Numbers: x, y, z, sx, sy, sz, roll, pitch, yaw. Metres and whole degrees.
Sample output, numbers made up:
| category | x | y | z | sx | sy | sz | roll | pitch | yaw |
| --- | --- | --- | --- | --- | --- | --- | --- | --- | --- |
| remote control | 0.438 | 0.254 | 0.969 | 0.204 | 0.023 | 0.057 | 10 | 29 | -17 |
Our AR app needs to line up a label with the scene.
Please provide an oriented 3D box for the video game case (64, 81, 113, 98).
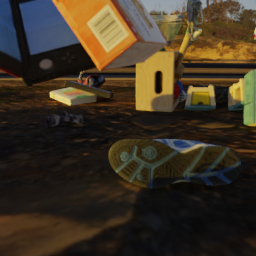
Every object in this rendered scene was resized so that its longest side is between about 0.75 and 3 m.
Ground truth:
| category | x | y | z | sx | sy | sz | roll | pitch | yaw |
| --- | --- | --- | --- | --- | --- | --- | --- | --- | --- |
| video game case | -1.739 | -1.781 | 12.982 | 2.053 | 0.262 | 1.855 | 16 | 7 | -2 |

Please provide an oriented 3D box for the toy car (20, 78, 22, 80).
| category | x | y | z | sx | sy | sz | roll | pitch | yaw |
| --- | --- | --- | --- | --- | --- | --- | --- | --- | --- |
| toy car | -3.750 | -2.210 | 10.643 | 0.714 | 0.952 | 0.833 | -15 | 22 | -35 |

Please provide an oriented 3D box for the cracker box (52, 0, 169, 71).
| category | x | y | z | sx | sy | sz | roll | pitch | yaw |
| --- | --- | --- | --- | --- | --- | --- | --- | --- | --- |
| cracker box | -0.248 | -2.092 | 5.106 | 0.785 | 1.823 | 2.721 | -33 | 4 | 22 |

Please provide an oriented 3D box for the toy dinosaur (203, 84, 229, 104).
| category | x | y | z | sx | sy | sz | roll | pitch | yaw |
| --- | --- | --- | --- | --- | --- | --- | --- | --- | --- |
| toy dinosaur | 3.937 | -1.385 | 12.430 | 1.133 | 0.853 | 2.216 | -8 | 19 | 17 |

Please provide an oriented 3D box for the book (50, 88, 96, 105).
| category | x | y | z | sx | sy | sz | roll | pitch | yaw |
| --- | --- | --- | --- | --- | --- | --- | --- | --- | --- |
| book | -2.590 | -1.441 | 13.001 | 1.333 | 0.479 | 1.995 | -15 | 25 | -38 |

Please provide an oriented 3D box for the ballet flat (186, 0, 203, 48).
| category | x | y | z | sx | sy | sz | roll | pitch | yaw |
| --- | --- | --- | --- | --- | --- | --- | --- | --- | --- |
| ballet flat | 2.348 | -3.639 | 9.981 | 0.644 | 1.790 | 0.644 | -2 | 41 | 2 |

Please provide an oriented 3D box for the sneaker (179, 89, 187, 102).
| category | x | y | z | sx | sy | sz | roll | pitch | yaw |
| --- | --- | --- | --- | --- | --- | --- | --- | --- | --- |
| sneaker | 2.372 | -1.694 | 13.529 | 1.108 | 0.725 | 1.918 | -4 | 26 | -31 |

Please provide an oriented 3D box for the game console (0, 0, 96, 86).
| category | x | y | z | sx | sy | sz | roll | pitch | yaw |
| --- | --- | --- | --- | --- | --- | --- | --- | --- | --- |
| game console | -1.878 | -2.206 | 5.066 | 2.154 | 2.499 | 1.483 | -17 | -24 | -6 |

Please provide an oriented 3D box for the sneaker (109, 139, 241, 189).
| category | x | y | z | sx | sy | sz | roll | pitch | yaw |
| --- | --- | --- | --- | --- | --- | --- | --- | --- | --- |
| sneaker | 0.794 | 0.642 | 5.217 | 2.321 | 0.879 | 0.894 | 6 | 2 | 8 |

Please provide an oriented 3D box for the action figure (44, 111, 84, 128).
| category | x | y | z | sx | sy | sz | roll | pitch | yaw |
| --- | --- | --- | --- | --- | --- | --- | --- | --- | --- |
| action figure | -1.972 | -0.300 | 8.935 | 0.845 | 0.451 | 1.299 | 8 | 13 | 44 |

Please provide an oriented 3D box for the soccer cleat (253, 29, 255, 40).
| category | x | y | z | sx | sy | sz | roll | pitch | yaw |
| --- | --- | --- | --- | --- | --- | --- | --- | --- | --- |
| soccer cleat | 5.073 | -3.782 | 10.588 | 0.497 | 0.617 | 1.449 | -1 | 0 | 15 |

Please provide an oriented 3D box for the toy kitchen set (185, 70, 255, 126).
| category | x | y | z | sx | sy | sz | roll | pitch | yaw |
| --- | --- | --- | --- | --- | --- | --- | --- | --- | --- |
| toy kitchen set | 3.240 | -0.841 | 9.672 | 2.241 | 1.648 | 2.798 | 1 | -4 | 5 |

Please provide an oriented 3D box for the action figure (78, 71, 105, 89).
| category | x | y | z | sx | sy | sz | roll | pitch | yaw |
| --- | --- | --- | --- | --- | --- | --- | --- | --- | --- |
| action figure | -2.131 | -2.341 | 15.576 | 1.359 | 1.510 | 2.028 | 19 | -17 | -35 |

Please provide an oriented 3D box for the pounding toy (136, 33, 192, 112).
| category | x | y | z | sx | sy | sz | roll | pitch | yaw |
| --- | --- | --- | --- | --- | --- | --- | --- | --- | --- |
| pounding toy | 1.522 | -2.209 | 11.161 | 2.022 | 2.844 | 2.618 | 5 | 17 | 16 |

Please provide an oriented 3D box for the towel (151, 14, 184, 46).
| category | x | y | z | sx | sy | sz | roll | pitch | yaw |
| --- | --- | --- | --- | --- | --- | --- | --- | --- | --- |
| towel | 0.519 | -3.573 | 10.534 | 2.781 | 0.331 | 2.043 | -6 | -10 | -6 |
